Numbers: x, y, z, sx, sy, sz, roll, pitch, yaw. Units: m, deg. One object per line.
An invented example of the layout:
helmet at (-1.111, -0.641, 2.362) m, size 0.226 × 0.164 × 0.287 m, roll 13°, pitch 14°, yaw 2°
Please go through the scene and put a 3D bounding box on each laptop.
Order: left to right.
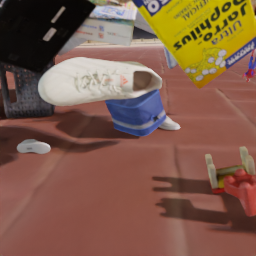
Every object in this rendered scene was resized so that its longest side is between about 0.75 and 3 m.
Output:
laptop at (-2.198, -2.335, 5.175) m, size 2.308 × 2.046 × 1.192 m, roll 10°, pitch 50°, yaw -50°

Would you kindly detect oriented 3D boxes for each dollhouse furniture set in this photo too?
dollhouse furniture set at (2.670, 0.899, 4.210) m, size 2.686 × 1.092 × 1.446 m, roll -14°, pitch 17°, yaw 13°

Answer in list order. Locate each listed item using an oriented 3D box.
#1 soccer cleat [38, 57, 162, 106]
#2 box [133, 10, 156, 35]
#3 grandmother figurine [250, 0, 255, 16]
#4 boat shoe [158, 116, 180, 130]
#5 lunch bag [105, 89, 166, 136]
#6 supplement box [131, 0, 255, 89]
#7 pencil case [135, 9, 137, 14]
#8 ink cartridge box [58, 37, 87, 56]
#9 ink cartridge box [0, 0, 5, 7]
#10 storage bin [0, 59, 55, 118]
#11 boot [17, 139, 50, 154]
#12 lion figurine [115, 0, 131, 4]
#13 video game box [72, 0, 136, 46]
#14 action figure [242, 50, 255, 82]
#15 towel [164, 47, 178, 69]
soccer cleat at (-0.371, -0.771, 4.600) m, size 2.127 × 0.737 × 0.825 m, roll -15°, pitch 28°, yaw -36°
box at (0.985, -4.412, 10.327) m, size 1.559 × 1.566 × 1.342 m, roll 33°, pitch 28°, yaw 24°
grandmother figurine at (3.314, -3.152, 7.270) m, size 2.618 × 0.793 × 1.588 m, roll 14°, pitch 22°, yaw 14°
boat shoe at (1.035, -0.194, 7.976) m, size 0.357 × 0.326 × 0.992 m, roll -16°, pitch 25°, yaw -38°
lunch bag at (0.264, -0.421, 7.515) m, size 1.064 × 1.037 × 1.567 m, roll -37°, pitch 34°, yaw -28°
supplement box at (1.086, -2.243, 5.063) m, size 2.812 × 1.530 × 1.540 m, roll 32°, pitch 28°, yaw -51°
pencil case at (-0.100, -4.017, 8.996) m, size 0.848 × 2.039 × 0.925 m, roll 29°, pitch 18°, yaw 24°
ink cartridge box at (-2.110, -3.498, 9.589) m, size 1.853 × 1.483 × 0.438 m, roll -24°, pitch 44°, yaw 19°
ink cartridge box at (-2.772, -2.842, 6.759) m, size 0.371 × 1.579 × 1.560 m, roll -18°, pitch 12°, yaw 38°
storage bin at (-3.296, -1.677, 9.642) m, size 1.400 × 2.019 × 2.987 m, roll -4°, pitch 20°, yaw -11°
boot at (-2.100, 0.384, 6.380) m, size 0.767 × 0.282 × 0.367 m, roll 2°, pitch 26°, yaw 7°
lion figurine at (-0.699, -3.748, 6.584) m, size 2.017 × 1.235 × 0.731 m, roll 25°, pitch 42°, yaw 21°
video game box at (-0.838, -2.724, 6.683) m, size 2.033 × 0.522 × 2.232 m, roll 8°, pitch 38°, yaw 0°
action figure at (3.610, -1.780, 8.221) m, size 0.308 × 0.943 × 0.467 m, roll 18°, pitch 32°, yaw 24°
towel at (1.964, -3.055, 10.325) m, size 0.191 × 1.180 × 1.607 m, roll 15°, pitch -36°, yaw -33°
